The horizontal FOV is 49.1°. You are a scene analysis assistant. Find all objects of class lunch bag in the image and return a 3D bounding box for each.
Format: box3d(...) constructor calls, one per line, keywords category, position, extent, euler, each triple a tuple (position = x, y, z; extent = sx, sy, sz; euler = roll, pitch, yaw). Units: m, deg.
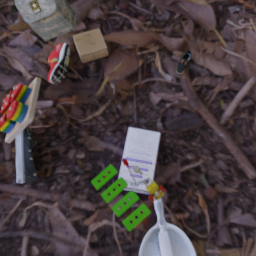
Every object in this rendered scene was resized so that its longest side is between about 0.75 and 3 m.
box3d(category="lunch bag", position=(-2.474, -3.517, 8.450), extent=(1.236, 1.507, 0.886), euler=(-12, 61, 21))

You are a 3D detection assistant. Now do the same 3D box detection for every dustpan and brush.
box3d(category="dustpan and brush", position=(1.168, 3.615, 9.396), extent=(1.979, 0.811, 2.836), euler=(-8, 69, -3))

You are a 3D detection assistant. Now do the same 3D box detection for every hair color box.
box3d(category="hair color box", position=(0.406, 1.210, 10.380), extent=(1.233, 0.731, 2.256), euler=(11, 67, 3))

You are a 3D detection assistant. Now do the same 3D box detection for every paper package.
box3d(category="paper package", position=(-1.640, -3.603, 12.273), extent=(1.244, 0.644, 1.186), euler=(-19, 70, -6))

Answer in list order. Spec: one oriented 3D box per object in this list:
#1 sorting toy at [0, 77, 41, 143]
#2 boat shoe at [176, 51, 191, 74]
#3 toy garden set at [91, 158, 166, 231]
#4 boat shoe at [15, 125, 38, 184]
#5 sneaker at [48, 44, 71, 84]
box3d(category="sorting toy", position=(-3.471, -0.628, 8.721), extent=(0.573, 1.636, 1.646), euler=(26, 45, -34))
box3d(category="boat shoe", position=(2.405, -2.862, 12.154), extent=(0.413, 0.354, 1.129), euler=(26, 73, 9))
box3d(category="toy garden set", position=(0.055, 1.807, 8.304), extent=(1.531, 0.367, 1.837), euler=(-41, 68, -2))
box3d(category="boat shoe", position=(-3.824, 0.754, 10.548), extent=(0.756, 0.917, 2.671), euler=(-1, 69, -21))
box3d(category="sneaker", position=(-3.070, -2.726, 12.006), extent=(0.857, 0.777, 2.018), euler=(4, 64, 19))
